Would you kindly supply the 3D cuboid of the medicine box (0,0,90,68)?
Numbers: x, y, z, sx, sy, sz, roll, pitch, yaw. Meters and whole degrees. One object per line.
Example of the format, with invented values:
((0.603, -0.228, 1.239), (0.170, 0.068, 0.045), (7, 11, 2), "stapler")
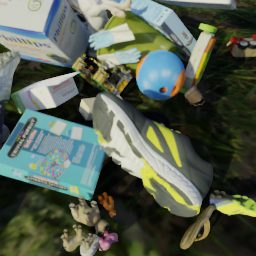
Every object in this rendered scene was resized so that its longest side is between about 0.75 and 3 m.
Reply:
((-2.805, -3.049, 8.668), (2.351, 2.581, 1.329), (13, 84, 14), "medicine box")

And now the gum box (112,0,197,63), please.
((1.035, -3.490, 9.674), (0.632, 2.409, 2.835), (-51, 48, 9), "gum box")

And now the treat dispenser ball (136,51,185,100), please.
((0.788, -1.279, 6.853), (1.189, 1.189, 1.189), (0, 40, 0), "treat dispenser ball")

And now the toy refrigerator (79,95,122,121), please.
((-0.646, -0.520, 7.265), (1.147, 0.401, 0.435), (-13, 48, -37), "toy refrigerator")

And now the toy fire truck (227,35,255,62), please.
((4.278, -3.038, 10.270), (1.249, 0.913, 1.419), (-4, 50, -4), "toy fire truck")

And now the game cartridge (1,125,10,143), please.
((-4.524, 0.132, 6.651), (2.828, 0.543, 1.833), (19, 39, 21), "game cartridge")

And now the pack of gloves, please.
((-0.383, -2.079, 7.522), (1.327, 1.115, 0.262), (-6, 45, 30), "pack of gloves")

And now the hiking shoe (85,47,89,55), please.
((-2.096, -2.813, 10.163), (1.511, 0.572, 0.760), (19, 47, 35), "hiking shoe")

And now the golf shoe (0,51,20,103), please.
((-3.378, -1.162, 7.213), (0.842, 1.045, 2.150), (1, 45, 21), "golf shoe")

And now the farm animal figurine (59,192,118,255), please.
((-0.596, 1.697, 4.691), (0.913, 0.569, 1.131), (-8, 30, 5), "farm animal figurine")

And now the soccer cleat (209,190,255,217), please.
((1.903, 1.403, 4.992), (0.310, 0.401, 0.958), (-28, 22, -36), "soccer cleat")

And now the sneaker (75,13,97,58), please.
((-1.333, -3.458, 10.362), (1.048, 1.149, 2.804), (-33, 48, -29), "sneaker")

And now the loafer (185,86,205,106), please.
((1.731, -0.730, 7.231), (0.428, 0.440, 1.205), (53, 16, 13), "loafer")

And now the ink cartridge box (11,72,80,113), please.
((-2.007, -0.898, 7.180), (1.702, 0.573, 0.997), (-6, 24, 33), "ink cartridge box")

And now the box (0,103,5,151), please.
((-3.332, 0.085, 5.604), (1.372, 0.806, 1.350), (14, 60, -38), "box")

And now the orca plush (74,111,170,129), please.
((-0.128, -0.284, 6.733), (2.342, 0.832, 1.232), (8, 34, 7), "orca plush")

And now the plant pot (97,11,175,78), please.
((0.368, -2.353, 8.715), (1.889, 1.962, 1.962), (31, 48, 16), "plant pot")

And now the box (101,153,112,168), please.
((-1.212, 0.584, 6.342), (1.462, 0.156, 1.195), (25, 46, 28), "box")

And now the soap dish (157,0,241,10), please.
((2.144, -4.343, 8.630), (2.548, 1.035, 2.005), (16, 22, 21), "soap dish")

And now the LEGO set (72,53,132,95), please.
((-0.702, -1.658, 8.047), (0.975, 1.294, 1.683), (-53, 41, -4), "LEGO set")

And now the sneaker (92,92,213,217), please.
((0.456, 0.362, 5.488), (2.857, 1.064, 1.209), (49, 52, 7), "sneaker")

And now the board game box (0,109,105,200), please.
((-1.434, 0.497, 5.672), (1.888, 0.443, 1.425), (17, 48, -2), "board game box")

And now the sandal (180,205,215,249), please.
((1.274, 1.731, 4.852), (0.273, 0.406, 1.012), (44, 49, 14), "sandal")

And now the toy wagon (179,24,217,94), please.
((2.046, -1.999, 8.051), (0.467, 1.832, 2.361), (24, 25, 13), "toy wagon")

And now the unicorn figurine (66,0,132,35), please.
((-0.868, -3.475, 8.296), (2.035, 2.962, 1.094), (13, 58, 14), "unicorn figurine")
